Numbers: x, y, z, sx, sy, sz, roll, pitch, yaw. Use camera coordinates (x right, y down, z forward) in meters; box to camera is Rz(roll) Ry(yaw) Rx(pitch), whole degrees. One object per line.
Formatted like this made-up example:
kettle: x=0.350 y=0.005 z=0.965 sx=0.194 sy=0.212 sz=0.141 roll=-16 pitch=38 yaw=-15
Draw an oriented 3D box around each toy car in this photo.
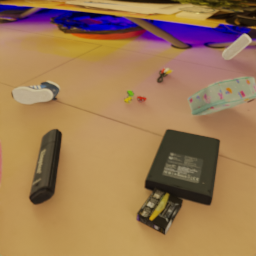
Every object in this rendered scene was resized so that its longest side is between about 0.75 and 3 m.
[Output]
toy car: x=0.188 y=-1.314 z=12.013 sx=1.013 sy=0.226 sz=0.953 roll=-7 pitch=36 yaw=-17

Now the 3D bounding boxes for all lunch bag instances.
lunch bag: x=3.562 y=-1.140 z=10.594 sx=2.327 sy=1.867 sz=0.897 roll=-12 pitch=81 yaw=-20

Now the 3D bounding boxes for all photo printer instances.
photo printer: x=5.889 y=-4.360 z=15.296 sx=0.553 sy=1.592 sz=1.325 roll=51 pitch=31 yaw=4

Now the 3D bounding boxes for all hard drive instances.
hard drive: x=1.746 y=1.030 z=8.525 sx=1.838 sy=0.433 sz=2.634 roll=12 pitch=37 yaw=16

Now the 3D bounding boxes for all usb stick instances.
usb stick: x=-2.420 y=1.028 z=8.387 sx=0.786 sy=0.462 sz=2.835 roll=-27 pitch=35 yaw=12

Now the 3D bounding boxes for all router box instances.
router box: x=0.814 y=2.096 z=7.154 sx=0.819 sy=0.272 sz=1.042 roll=20 pitch=40 yaw=26

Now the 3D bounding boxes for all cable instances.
cable: x=1.673 y=-2.648 z=13.853 sx=0.637 sy=0.330 sz=1.311 roll=20 pitch=40 yaw=26

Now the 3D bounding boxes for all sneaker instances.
sneaker: x=-3.878 y=-1.576 z=12.100 sx=1.833 sy=0.738 sz=1.342 roll=1 pitch=25 yaw=9

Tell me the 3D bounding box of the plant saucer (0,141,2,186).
plant saucer: x=-3.603 y=0.922 z=6.832 sx=0.623 sy=2.460 sz=2.460 roll=2 pitch=28 yaw=-38
